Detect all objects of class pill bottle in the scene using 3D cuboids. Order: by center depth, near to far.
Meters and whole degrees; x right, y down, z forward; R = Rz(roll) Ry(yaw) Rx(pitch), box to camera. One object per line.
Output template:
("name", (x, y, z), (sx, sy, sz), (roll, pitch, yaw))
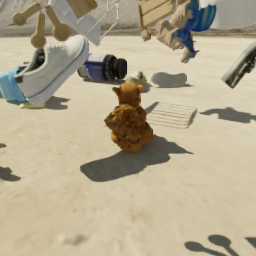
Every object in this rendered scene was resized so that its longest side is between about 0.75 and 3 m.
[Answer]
("pill bottle", (-1.336, -3.145, 14.499), (2.436, 1.363, 1.363), (11, 24, 23))

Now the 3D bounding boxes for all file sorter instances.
("file sorter", (-1.475, -4.291, 9.839), (2.132, 1.327, 1.479), (31, 40, -34))

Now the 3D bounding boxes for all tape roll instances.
("tape roll", (3.021, -3.367, 7.289), (2.185, 0.764, 2.185), (-15, 32, 9))

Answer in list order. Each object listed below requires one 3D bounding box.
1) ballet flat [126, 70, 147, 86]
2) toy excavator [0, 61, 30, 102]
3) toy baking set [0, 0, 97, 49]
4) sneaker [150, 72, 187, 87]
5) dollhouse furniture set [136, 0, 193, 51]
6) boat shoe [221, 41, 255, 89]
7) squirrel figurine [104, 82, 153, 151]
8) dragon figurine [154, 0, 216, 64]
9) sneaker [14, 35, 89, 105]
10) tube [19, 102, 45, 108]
("ballet flat", (0.421, -2.361, 13.378), (0.822, 0.822, 2.324), (6, 23, 14))
("toy excavator", (-4.878, -1.855, 11.563), (2.941, 1.469, 2.860), (-11, 22, -3))
("toy baking set", (-1.289, -1.931, 3.753), (1.983, 1.522, 0.231), (22, 15, -43))
("sneaker", (1.899, -2.373, 13.688), (1.884, 0.720, 0.758), (-1, 12, -18))
("dollhouse furniture set", (1.239, -4.205, 10.088), (1.399, 2.699, 1.195), (-16, -16, 37))
("boat shoe", (2.440, -1.310, 5.776), (0.418, 1.184, 0.377), (-22, 65, -38))
("squirrel figurine", (0.045, -0.317, 7.210), (1.205, 1.589, 1.702), (3, 22, 7))
("dragon figurine", (1.159, -2.085, 5.108), (1.036, 2.083, 0.613), (-19, 58, -30))
("sneaker", (-1.706, -1.623, 6.615), (0.881, 0.854, 2.412), (0, 47, 31))
("tube", (-3.587, -0.873, 10.450), (0.891, 0.231, 0.259), (-5, -16, -1))
